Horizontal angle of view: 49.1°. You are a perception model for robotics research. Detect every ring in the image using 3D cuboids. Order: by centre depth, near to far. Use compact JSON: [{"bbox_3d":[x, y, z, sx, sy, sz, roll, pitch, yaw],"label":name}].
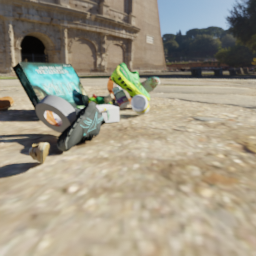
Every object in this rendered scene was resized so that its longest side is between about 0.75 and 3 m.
[{"bbox_3d":[-0.172,-1.754,12.435,1.576,1.576,0.151,-6,-21,-27],"label":"ring"}]

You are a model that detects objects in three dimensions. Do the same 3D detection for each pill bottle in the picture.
[{"bbox_3d":[0.435,-0.764,9.782,0.572,0.572,1.021,2,-7,9],"label":"pill bottle"},{"bbox_3d":[-0.320,-1.286,11.584,0.486,0.872,0.486,-27,-11,-6],"label":"pill bottle"}]

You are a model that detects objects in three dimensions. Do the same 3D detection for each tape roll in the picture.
[{"bbox_3d":[-1.731,-0.318,6.763,0.983,0.983,0.325,6,47,27],"label":"tape roll"}]

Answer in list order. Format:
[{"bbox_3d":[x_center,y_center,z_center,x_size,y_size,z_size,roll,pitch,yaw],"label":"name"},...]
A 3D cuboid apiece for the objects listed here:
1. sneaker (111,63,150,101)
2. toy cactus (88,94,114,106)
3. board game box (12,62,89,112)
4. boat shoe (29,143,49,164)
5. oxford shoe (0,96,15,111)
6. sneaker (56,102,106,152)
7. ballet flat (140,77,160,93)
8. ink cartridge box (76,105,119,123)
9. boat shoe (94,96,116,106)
[{"bbox_3d":[0.267,-1.763,11.210,0.826,0.932,2.231,8,-20,41],"label":"sneaker"},{"bbox_3d":[-0.847,-0.927,9.735,0.879,0.545,1.065,-29,-45,32],"label":"toy cactus"},{"bbox_3d":[-2.569,-1.423,10.202,0.409,1.967,2.908,-30,-1,26],"label":"board game box"},{"bbox_3d":[-1.490,0.414,4.623,0.288,0.307,0.832,20,-23,-12],"label":"boat shoe"},{"bbox_3d":[-5.438,-1.102,10.962,0.947,0.947,2.656,2,10,16],"label":"oxford shoe"},{"bbox_3d":[-0.930,0.029,6.056,0.623,0.655,1.652,-30,19,34],"label":"sneaker"},{"bbox_3d":[0.728,-1.820,13.238,0.743,0.628,1.965,31,-26,-29],"label":"ballet flat"},{"bbox_3d":[-0.955,-0.425,8.772,1.148,0.482,0.831,-6,13,-26],"label":"ink cartridge box"},{"bbox_3d":[-1.069,-1.136,11.849,1.295,0.484,0.429,4,29,39],"label":"boat shoe"}]
